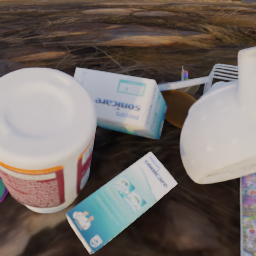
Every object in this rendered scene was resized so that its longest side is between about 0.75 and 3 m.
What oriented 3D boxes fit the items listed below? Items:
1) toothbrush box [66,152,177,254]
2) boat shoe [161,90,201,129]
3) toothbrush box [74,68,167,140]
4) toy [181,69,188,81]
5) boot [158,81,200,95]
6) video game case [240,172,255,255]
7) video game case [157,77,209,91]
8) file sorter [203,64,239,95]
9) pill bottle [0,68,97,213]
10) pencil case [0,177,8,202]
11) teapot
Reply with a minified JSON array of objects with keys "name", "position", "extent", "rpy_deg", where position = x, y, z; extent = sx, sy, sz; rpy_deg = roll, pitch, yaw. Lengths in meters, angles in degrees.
[{"name":"toothbrush box","position":[-0.124,1.155,4.248],"extent":[1.493,1.093,0.637],"rpy_deg":[-34,75,-22]},{"name":"boat shoe","position":[2.052,-0.301,7.642],"extent":[2.733,0.962,0.961],"rpy_deg":[31,21,34]},{"name":"toothbrush box","position":[-0.124,-0.461,6.552],"extent":[1.705,0.993,2.329],"rpy_deg":[12,-4,16]},{"name":"toy","position":[2.197,-2.021,10.830],"extent":[0.249,0.608,1.056],"rpy_deg":[-1,21,9]},{"name":"boot","position":[1.657,-1.424,9.666],"extent":[1.388,0.502,1.155],"rpy_deg":[-36,50,-24]},{"name":"video game case","position":[2.926,1.683,4.462],"extent":[2.109,0.265,2.946],"rpy_deg":[3,28,20]},{"name":"video game case","position":[1.175,-1.203,8.062],"extent":[1.326,0.167,1.852],"rpy_deg":[-15,9,-31]},{"name":"file sorter","position":[3.140,-1.288,9.008],"extent":[1.240,1.113,1.787],"rpy_deg":[14,30,19]},{"name":"pill bottle","position":[-1.302,0.414,4.399],"extent":[1.444,2.529,1.444],"rpy_deg":[6,58,-9]},{"name":"pencil case","position":[-3.402,0.830,5.533],"extent":[2.173,0.925,1.004],"rpy_deg":[16,44,28]},{"name":"teapot","position":[1.917,-0.048,5.170],"extent":[2.297,2.328,1.700],"rpy_deg":[9,58,-44]}]
